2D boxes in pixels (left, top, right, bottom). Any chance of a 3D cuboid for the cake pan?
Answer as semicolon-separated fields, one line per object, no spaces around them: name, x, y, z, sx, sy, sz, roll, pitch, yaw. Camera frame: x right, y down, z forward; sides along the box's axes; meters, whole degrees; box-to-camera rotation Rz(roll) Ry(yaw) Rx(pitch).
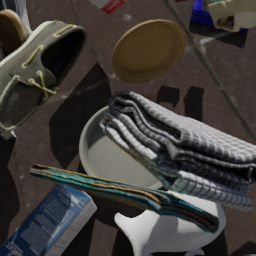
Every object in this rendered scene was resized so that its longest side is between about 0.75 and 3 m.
cake pan;0.060;0.555;7.788;2.765;0.507;2.765;0;64;0

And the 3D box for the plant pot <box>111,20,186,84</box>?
plant pot;0.343;-1.335;4.932;1.383;1.383;0.190;-17;59;-8

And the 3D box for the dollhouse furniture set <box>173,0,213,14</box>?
dollhouse furniture set;1.982;-3.783;8.103;1.318;0.924;0.929;-7;26;9

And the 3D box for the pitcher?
pitcher;1.107;2.492;6.463;2.315;1.403;1.986;-23;71;0

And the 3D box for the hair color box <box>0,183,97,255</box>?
hair color box;-1.989;2.598;6.292;0.871;1.439;2.878;34;69;15

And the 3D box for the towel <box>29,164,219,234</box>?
towel;-0.088;1.006;4.058;2.387;1.750;0.259;3;69;38

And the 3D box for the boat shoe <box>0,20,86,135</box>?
boat shoe;-1.613;-0.973;5.010;0.783;0.936;2.620;9;58;26

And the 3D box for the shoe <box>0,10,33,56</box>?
shoe;-2.197;-1.758;5.623;0.615;1.760;0.470;27;68;-1

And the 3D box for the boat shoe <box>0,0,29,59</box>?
boat shoe;-2.940;-2.793;6.387;1.053;2.936;0.995;29;34;35

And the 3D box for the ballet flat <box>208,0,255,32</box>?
ballet flat;2.641;-2.666;6.428;0.899;2.587;0.899;-2;106;-7

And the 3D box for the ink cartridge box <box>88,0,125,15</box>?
ink cartridge box;-0.976;-4.300;8.019;0.722;1.725;1.245;-24;65;35

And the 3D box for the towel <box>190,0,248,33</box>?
towel;3.395;-4.260;10.087;2.066;0.512;1.526;17;67;8

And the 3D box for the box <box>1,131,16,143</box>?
box;-3.504;0.007;7.842;0.267;0.889;0.519;-32;69;-14

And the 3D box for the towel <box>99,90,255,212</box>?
towel;0.814;0.229;4.504;2.296;1.901;0.983;36;102;56
